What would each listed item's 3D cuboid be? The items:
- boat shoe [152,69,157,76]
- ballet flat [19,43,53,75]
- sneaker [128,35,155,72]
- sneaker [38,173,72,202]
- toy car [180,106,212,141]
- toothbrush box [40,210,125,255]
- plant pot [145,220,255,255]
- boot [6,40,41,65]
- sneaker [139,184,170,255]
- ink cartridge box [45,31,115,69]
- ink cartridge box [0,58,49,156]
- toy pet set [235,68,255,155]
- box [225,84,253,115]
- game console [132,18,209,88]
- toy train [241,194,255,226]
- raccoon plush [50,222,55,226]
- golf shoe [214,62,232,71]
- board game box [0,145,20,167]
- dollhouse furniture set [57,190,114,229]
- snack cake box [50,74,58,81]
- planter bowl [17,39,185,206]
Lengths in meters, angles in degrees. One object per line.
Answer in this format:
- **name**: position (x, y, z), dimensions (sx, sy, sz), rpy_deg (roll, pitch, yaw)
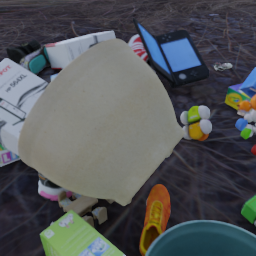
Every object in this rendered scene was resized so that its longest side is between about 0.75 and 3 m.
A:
- **boat shoe**: position (0.537, -1.703, 9.915), dimensions (1.266, 0.429, 0.454), rpy_deg (-40, 19, -30)
- **ballet flat**: position (-3.633, -2.879, 11.584), dimensions (0.908, 0.908, 2.524), rpy_deg (12, 36, 16)
- **sneaker**: position (0.635, -3.013, 11.602), dimensions (1.580, 1.000, 2.809), rpy_deg (11, 43, 21)
- **sneaker**: position (-0.935, 0.569, 6.396), dimensions (1.014, 1.090, 2.524), rpy_deg (23, 41, 27)
- **toy car**: position (1.920, -0.108, 7.577), dimensions (0.710, 0.829, 0.947), rpy_deg (17, 63, -39)
- **toothbrush box**: position (-0.556, 2.126, 4.183), dimensions (1.482, 1.079, 0.638), rpy_deg (26, 43, 32)
- **plant pot**: position (1.097, 2.400, 3.596), dimensions (1.947, 1.305, 1.947), rpy_deg (-1, 35, 0)
- **boot**: position (-4.393, -3.342, 12.346), dimensions (1.344, 0.676, 1.798), rpy_deg (-26, 42, -33)
- **sneaker**: position (0.514, 1.611, 4.941), dimensions (0.477, 0.504, 1.307), rpy_deg (10, 61, 4)
- **ink cartridge box**: position (-1.860, -3.215, 11.535), dimensions (2.391, 1.001, 1.725), rpy_deg (-27, 26, -34)
- **ink cartridge box**: position (-2.454, -0.363, 6.576), dimensions (2.238, 0.944, 1.634), rpy_deg (31, 56, 2)
- **toy pet set**: position (2.980, -0.612, 6.772), dimensions (1.071, 2.017, 1.883), rpy_deg (36, 89, 39)
- **box**: position (4.484, -0.578, 8.351), dimensions (1.618, 0.667, 2.759), rpy_deg (-15, 38, -23)
- **game console**: position (1.493, -2.767, 9.656), dimensions (2.135, 1.413, 2.428), rpy_deg (-15, 62, -4)
- **toy train**: position (3.262, 1.320, 5.796), dimensions (2.350, 0.490, 0.663), rpy_deg (-23, 46, -27)
- **raccoon plush**: position (-1.092, 1.990, 5.007), dimensions (0.582, 0.420, 0.869), rpy_deg (-32, 46, -25)
- **golf shoe**: position (3.934, -2.495, 11.560), dimensions (0.763, 0.294, 0.336), rpy_deg (0, 57, 1)
- **board game box**: position (-3.178, 0.276, 7.253), dimensions (2.369, 0.405, 1.593), rpy_deg (-23, 41, -36)
- **dollhouse furniture set**: position (-0.759, 1.350, 5.615), dimensions (1.053, 0.700, 0.923), rpy_deg (-28, 44, -34)
- **snack cake box**: position (-2.085, -1.786, 10.337), dimensions (1.291, 0.434, 0.742), rpy_deg (-28, 42, -34)
- **planter bowl**: position (-0.198, 0.149, 4.658), dimensions (1.746, 2.594, 2.594), rpy_deg (40, 46, 9)
